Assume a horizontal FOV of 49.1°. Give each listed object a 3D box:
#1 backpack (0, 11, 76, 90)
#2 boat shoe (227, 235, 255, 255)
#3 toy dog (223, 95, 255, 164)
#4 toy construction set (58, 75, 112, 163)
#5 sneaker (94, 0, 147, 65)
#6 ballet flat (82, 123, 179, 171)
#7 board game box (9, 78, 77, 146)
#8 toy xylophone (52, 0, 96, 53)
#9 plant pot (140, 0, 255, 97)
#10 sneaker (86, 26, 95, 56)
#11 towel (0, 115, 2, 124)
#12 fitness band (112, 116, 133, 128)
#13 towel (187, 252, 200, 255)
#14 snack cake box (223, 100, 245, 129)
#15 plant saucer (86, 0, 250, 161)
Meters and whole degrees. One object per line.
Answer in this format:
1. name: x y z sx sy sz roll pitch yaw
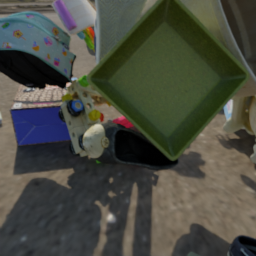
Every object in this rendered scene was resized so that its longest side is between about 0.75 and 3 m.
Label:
1. backpack: -2.312 -1.788 6.462 1.700 1.482 1.934 2 -5 24
2. boat shoe: 2.332 2.083 4.226 1.556 0.488 0.565 14 30 24
3. toy dog: 4.014 0.030 6.954 2.553 1.837 2.633 -15 43 -15
4. toy construction set: -0.689 -0.225 7.287 1.907 1.340 2.908 -12 64 -41
5. sneaker: -0.160 -1.656 3.953 0.744 1.985 0.839 6 26 -14
6. ballet flat: 0.080 0.233 3.356 0.419 0.490 1.474 3 -9 44
7. board game box: -2.416 -0.595 8.681 1.873 1.138 2.349 -6 29 -11
8. toy xylophone: -0.996 -2.706 7.513 0.689 2.742 2.008 -32 68 11
9. plant pot: 0.940 -1.514 5.036 2.567 2.804 2.804 -17 11 41
10. sneaker: -1.159 -3.362 9.844 0.578 1.521 1.099 2 21 13
11. towel: -4.637 -0.277 9.062 1.008 0.243 0.863 -14 30 -25
12. fitness band: 0.411 0.064 8.299 2.149 0.402 1.543 -20 36 -32
13. towel: 1.484 2.762 3.159 2.324 0.417 2.413 10 31 24
14. snack cake box: 4.074 -0.863 9.495 1.496 0.874 2.602 6 27 8
15. plant saucer: 0.464 -0.578 3.307 1.386 1.388 0.332 -47 7 -3
